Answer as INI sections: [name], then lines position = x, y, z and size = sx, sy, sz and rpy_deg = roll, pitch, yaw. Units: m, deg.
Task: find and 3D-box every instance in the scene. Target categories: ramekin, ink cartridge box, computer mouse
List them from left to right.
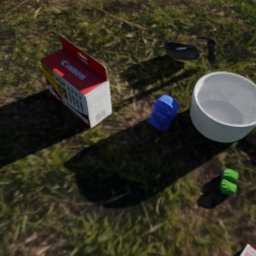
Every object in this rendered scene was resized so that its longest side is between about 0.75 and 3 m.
[ink cartridge box]
position = -2.111, -1.849, 11.171
size = 2.868, 2.518, 1.203
rpy_deg = 38, 61, 26
[computer mouse]
position = 2.793, -3.638, 13.030
size = 2.582, 1.813, 0.594
rpy_deg = 16, 75, 16
[ramekin]
position = 3.748, -0.723, 10.934
size = 2.733, 1.435, 2.733
rpy_deg = 2, 55, -2

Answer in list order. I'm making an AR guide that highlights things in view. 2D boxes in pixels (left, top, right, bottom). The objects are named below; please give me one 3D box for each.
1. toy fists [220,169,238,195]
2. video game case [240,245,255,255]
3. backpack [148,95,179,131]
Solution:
[toy fists]
position = 3.471, 1.872, 9.739
size = 0.504, 0.340, 0.990
rpy_deg = 22, 54, 7
[video game case]
position = 3.869, 4.504, 7.836
size = 1.959, 0.171, 1.401
rpy_deg = 37, 61, 24
[backpack]
position = 1.391, -0.571, 10.893
size = 0.972, 1.196, 1.003
rpy_deg = 32, 40, 14
